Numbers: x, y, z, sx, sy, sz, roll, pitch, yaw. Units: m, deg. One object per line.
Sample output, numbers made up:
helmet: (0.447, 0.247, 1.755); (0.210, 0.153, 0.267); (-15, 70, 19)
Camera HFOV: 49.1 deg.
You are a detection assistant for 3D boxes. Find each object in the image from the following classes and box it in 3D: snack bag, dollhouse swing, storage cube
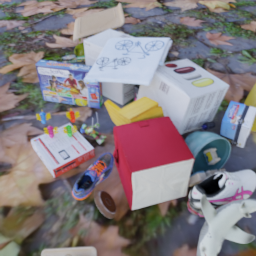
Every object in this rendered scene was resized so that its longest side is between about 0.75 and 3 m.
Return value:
snack bag: (0.045, -2.367, 9.860); (2.513, 0.285, 2.665); (7, 51, 21)
dollhouse swing: (0.230, -0.452, 9.304); (1.437, 1.581, 1.390); (-30, 53, -6)
storage cube: (0.687, 1.001, 8.329); (2.065, 1.765, 1.856); (-10, 43, -12)

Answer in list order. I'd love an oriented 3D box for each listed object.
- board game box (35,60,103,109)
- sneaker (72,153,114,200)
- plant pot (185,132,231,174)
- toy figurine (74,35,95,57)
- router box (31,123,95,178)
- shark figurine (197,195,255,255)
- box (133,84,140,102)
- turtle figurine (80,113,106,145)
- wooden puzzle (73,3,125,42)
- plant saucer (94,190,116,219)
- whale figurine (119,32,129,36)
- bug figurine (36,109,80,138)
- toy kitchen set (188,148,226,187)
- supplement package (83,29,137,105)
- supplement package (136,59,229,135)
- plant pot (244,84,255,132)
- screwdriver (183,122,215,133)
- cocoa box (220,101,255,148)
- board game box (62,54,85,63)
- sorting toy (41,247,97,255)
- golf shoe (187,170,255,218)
board game box: (-2.378, -1.785, 11.567); (2.603, 1.762, 0.448); (9, 42, 9)
sneaker: (-1.001, 1.414, 8.353); (0.640, 0.666, 1.699); (34, 69, 10)
plant pot: (2.377, 0.717, 8.992); (1.464, 1.464, 0.981); (-16, 35, -18)
toy figurine: (-1.301, -4.296, 14.784); (1.618, 1.424, 2.700); (35, 41, 20)
router box: (-2.264, 0.713, 9.689); (1.551, 0.422, 1.728); (-26, 47, -27)
shark figurine: (2.841, 2.355, 7.422); (2.885, 1.204, 1.724); (-18, 77, -9)
box: (1.048, -1.502, 11.847); (1.569, 0.959, 0.832); (-30, 48, -31)
turtle figurine: (-1.133, 0.064, 9.954); (0.937, 0.909, 0.675); (-46, 9, -6)
wooden puzzle: (-1.449, -5.131, 13.782); (2.623, 0.488, 2.427); (-18, 41, 8)
plant saucer: (-0.598, 2.080, 7.757); (0.150, 0.870, 0.870); (-37, 40, 16)
whale figurine: (-0.298, -4.827, 15.995); (1.408, 0.731, 1.120); (42, 92, 15)
bug figurine: (-2.444, -0.165, 9.878); (1.485, 0.382, 1.151); (-3, 60, -20)
toy kitchen set: (2.283, 1.227, 8.819); (1.247, 0.734, 0.999); (0, 63, -33)
supplement package: (-0.504, -2.684, 12.188); (2.217, 2.318, 1.705); (30, 49, 29)
supplement package: (1.893, -1.170, 10.052); (2.233, 1.642, 2.135); (-20, 50, -37)
plant pot: (5.627, -0.982, 10.585); (1.964, 1.732, 1.964); (13, 40, 14)
screwdriver: (2.363, -0.007, 9.423); (2.144, 0.299, 0.312); (-7, 26, -45)
cocoa box: (3.731, -0.101, 9.595); (0.876, 1.336, 0.891); (21, 66, 24)
board game box: (-2.858, -3.750, 15.093); (1.392, 0.163, 0.729); (-6, 39, -7)
sorting toy: (-1.775, 3.539, 6.503); (2.037, 0.300, 1.506); (-2, 41, -3)
golf shoe: (2.846, 1.700, 8.034); (2.426, 1.117, 0.881); (-19, 44, -22)
